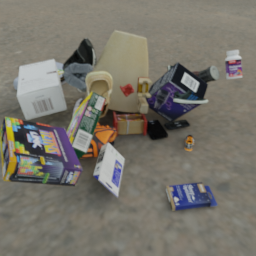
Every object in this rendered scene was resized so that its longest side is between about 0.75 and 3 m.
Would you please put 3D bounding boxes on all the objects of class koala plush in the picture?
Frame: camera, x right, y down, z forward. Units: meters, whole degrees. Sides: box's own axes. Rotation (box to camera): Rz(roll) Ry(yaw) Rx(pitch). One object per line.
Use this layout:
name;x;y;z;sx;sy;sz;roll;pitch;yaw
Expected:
koala plush;-1.575;-1.664;9.411;0.939;0.906;1.022;17;0;14

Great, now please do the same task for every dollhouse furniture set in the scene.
dollhouse furniture set;0.090;-0.754;9.592;1.122;2.085;0.848;-1;30;-9

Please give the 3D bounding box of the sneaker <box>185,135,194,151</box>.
sneaker;2.090;0.451;9.483;0.312;0.308;0.798;5;34;10

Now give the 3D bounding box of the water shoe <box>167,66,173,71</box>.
water shoe;1.815;-2.221;11.077;0.352;0.319;0.891;-4;-7;22

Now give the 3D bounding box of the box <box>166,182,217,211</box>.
box;1.704;1.829;7.553;1.234;0.200;0.747;-5;35;-5

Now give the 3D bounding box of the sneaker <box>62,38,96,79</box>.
sneaker;-1.925;-2.390;10.604;1.028;2.347;0.889;-25;77;-26

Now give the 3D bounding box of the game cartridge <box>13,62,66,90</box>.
game cartridge;-3.922;-2.422;13.382;1.868;0.567;2.801;16;38;27

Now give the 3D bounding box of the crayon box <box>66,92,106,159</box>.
crayon box;-1.349;0.059;7.912;0.509;1.505;1.745;27;61;-17

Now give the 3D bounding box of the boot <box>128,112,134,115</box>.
boot;-0.001;-1.443;10.425;1.351;1.648;0.610;-48;23;-2

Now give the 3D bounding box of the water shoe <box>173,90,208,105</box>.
water shoe;1.981;-0.966;8.808;1.097;0.433;0.392;2;2;-4

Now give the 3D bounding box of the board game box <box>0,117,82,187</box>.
board game box;-1.737;0.438;5.441;1.301;0.446;1.574;11;24;-32

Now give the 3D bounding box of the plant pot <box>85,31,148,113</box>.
plant pot;-0.211;-2.242;10.700;2.447;2.613;2.447;12;19;-4

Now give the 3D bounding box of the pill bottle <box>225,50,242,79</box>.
pill bottle;3.610;-2.160;9.597;0.520;0.932;0.520;-8;9;1

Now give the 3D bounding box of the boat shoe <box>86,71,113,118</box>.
boat shoe;-0.880;-0.990;8.706;0.812;2.250;0.731;-4;70;-8

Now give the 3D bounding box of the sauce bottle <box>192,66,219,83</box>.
sauce bottle;2.234;-1.685;10.589;0.830;0.830;2.516;-34;9;-38

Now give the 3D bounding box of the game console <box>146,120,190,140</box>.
game console;1.461;-0.012;10.151;1.629;0.196;0.961;-10;36;-11

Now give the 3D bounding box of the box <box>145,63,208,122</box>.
box;1.639;-1.192;9.989;1.385;1.872;0.976;32;60;-12

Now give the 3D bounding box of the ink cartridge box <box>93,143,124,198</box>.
ink cartridge box;-0.541;1.211;7.962;0.320;0.811;1.630;-32;24;23

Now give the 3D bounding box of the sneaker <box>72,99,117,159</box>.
sneaker;-1.153;0.024;9.647;1.509;1.045;2.693;2;46;-4

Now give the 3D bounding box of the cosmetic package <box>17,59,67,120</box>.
cosmetic package;-3.305;-1.571;10.662;1.500;1.092;2.951;-16;36;-11
